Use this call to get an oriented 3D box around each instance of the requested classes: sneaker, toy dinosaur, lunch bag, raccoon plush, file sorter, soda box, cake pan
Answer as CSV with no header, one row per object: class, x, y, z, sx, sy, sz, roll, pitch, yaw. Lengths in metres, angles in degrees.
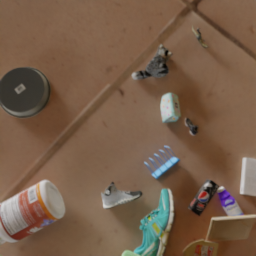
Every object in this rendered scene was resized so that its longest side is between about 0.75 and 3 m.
sneaker,1.038,3.662,10.592,1.136,1.105,2.852,18,80,2
toy dinosaur,3.083,-4.026,12.226,0.302,0.560,1.271,-29,82,8
sneaker,-0.312,2.527,11.053,1.623,0.609,0.937,-18,80,-2
lunch bag,1.717,-0.799,11.341,0.708,1.161,0.989,-5,78,-3
raccoon plush,0.993,-2.844,11.924,1.809,0.875,1.212,-6,72,-1
sneaker,2.658,-0.098,11.568,0.298,0.449,0.790,-23,82,-21
file sorter,1.298,1.341,11.103,1.156,0.802,0.709,-38,93,-6
soda box,2.972,2.737,11.055,0.448,0.501,1.416,36,82,1
cake pan,-4.469,-1.567,11.866,2.301,0.422,2.301,0,80,0

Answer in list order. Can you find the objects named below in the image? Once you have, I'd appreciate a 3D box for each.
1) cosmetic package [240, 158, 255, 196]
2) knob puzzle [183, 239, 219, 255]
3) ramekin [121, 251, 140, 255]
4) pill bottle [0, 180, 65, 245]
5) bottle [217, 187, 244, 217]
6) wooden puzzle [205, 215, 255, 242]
cosmetic package,5.154,2.010,11.256,1.101,0.377,1.460,9,80,3
knob puzzle,2.707,4.768,10.718,1.377,0.191,1.377,0,106,0
ramekin,-0.065,5.524,9.388,1.303,2.668,2.668,24,81,13
pill bottle,-3.896,3.230,10.408,2.746,1.540,1.540,-28,81,1
bottle,3.984,3.000,11.043,0.564,0.441,1.351,-30,81,4
wooden puzzle,3.782,3.704,10.416,1.619,1.750,0.326,-3,43,-2
